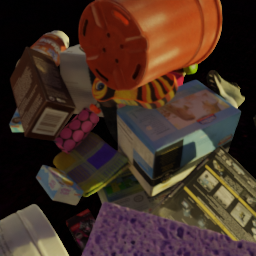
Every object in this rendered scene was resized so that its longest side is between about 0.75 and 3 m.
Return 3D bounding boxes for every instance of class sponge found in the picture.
[{"bbox_3d":[0.744,1.951,3.569,2.806,0.419,1.565,12,32,9],"label":"sponge"}]

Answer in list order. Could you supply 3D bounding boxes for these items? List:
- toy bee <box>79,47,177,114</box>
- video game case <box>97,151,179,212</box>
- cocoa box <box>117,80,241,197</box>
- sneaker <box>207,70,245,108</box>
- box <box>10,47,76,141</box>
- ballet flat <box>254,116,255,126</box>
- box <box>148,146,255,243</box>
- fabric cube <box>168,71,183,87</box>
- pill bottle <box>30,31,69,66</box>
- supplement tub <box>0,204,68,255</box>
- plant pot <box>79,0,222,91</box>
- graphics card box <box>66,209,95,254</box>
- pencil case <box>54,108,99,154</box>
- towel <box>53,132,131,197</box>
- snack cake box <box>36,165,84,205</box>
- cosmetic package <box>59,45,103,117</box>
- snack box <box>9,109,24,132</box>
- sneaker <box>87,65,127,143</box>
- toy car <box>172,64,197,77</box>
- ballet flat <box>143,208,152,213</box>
[{"bbox_3d":[-0.208,-0.829,6.348,2.468,1.615,1.341,19,83,42],"label":"toy bee"},{"bbox_3d":[0.721,1.365,6.901,2.872,0.316,2.618,-16,44,-16],"label":"video game case"},{"bbox_3d":[1.137,0.156,6.778,2.431,1.595,1.621,-22,47,-22],"label":"cocoa box"},{"bbox_3d":[2.379,-0.974,6.821,0.512,1.290,0.477,-45,29,7],"label":"sneaker"},{"bbox_3d":[-2.264,-0.900,7.193,0.873,1.167,2.330,13,36,-44],"label":"box"},{"bbox_3d":[3.549,0.249,6.519,0.822,2.893,0.962,-27,59,17],"label":"ballet flat"},{"bbox_3d":[1.990,2.045,5.048,2.916,0.716,2.351,47,52,12],"label":"box"},{"bbox_3d":[0.838,-1.019,8.779,1.261,1.281,1.285,30,50,32],"label":"fabric cube"},{"bbox_3d":[-3.123,-3.009,11.076,1.183,1.183,2.110,8,43,9],"label":"pill bottle"},{"bbox_3d":[-2.328,2.706,4.235,2.878,1.898,1.898,-27,48,-28],"label":"supplement tub"},{"bbox_3d":[0.303,-1.681,4.954,1.977,1.977,1.923,29,47,28],"label":"plant pot"},{"bbox_3d":[-0.882,2.226,5.956,0.552,0.224,0.880,-23,53,-25],"label":"graphics card box"},{"bbox_3d":[-1.383,0.042,7.449,0.607,0.588,1.297,36,74,27],"label":"pencil case"},{"bbox_3d":[-0.997,0.834,7.064,1.418,0.225,1.975,-35,37,-18],"label":"towel"},{"bbox_3d":[-1.558,1.271,6.303,1.087,0.625,0.365,27,88,49],"label":"snack cake box"},{"bbox_3d":[-1.111,-1.497,8.678,1.520,1.828,1.529,7,27,8],"label":"cosmetic package"},{"bbox_3d":[-2.961,-0.607,9.048,1.104,0.353,1.901,0,42,0],"label":"snack box"},{"bbox_3d":[-0.178,-1.004,7.695,1.041,2.969,1.218,12,37,43],"label":"sneaker"},{"bbox_3d":[1.216,-2.439,9.634,1.828,1.442,1.501,0,-3,-41],"label":"toy car"},{"bbox_3d":[1.143,1.995,5.588,1.871,0.598,0.708,20,53,-6],"label":"ballet flat"}]
